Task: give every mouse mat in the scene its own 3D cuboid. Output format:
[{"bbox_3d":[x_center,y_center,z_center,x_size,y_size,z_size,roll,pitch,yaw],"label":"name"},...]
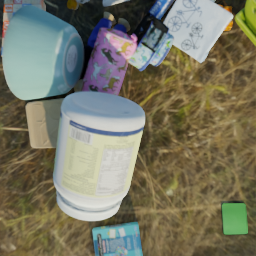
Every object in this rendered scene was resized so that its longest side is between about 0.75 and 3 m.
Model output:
[{"bbox_3d":[3.233,2.761,8.506,0.754,0.035,0.938,-1,83,0],"label":"mouse mat"}]

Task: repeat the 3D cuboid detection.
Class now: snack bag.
[{"bbox_3d":[2.101,-3.281,8.865,1.855,0.199,1.749,36,111,9],"label":"snack bag"}]

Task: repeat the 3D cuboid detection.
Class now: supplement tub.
[{"bbox_3d":[-0.819,0.692,7.282,2.080,2.080,2.869,13,111,2],"label":"supplement tub"}]

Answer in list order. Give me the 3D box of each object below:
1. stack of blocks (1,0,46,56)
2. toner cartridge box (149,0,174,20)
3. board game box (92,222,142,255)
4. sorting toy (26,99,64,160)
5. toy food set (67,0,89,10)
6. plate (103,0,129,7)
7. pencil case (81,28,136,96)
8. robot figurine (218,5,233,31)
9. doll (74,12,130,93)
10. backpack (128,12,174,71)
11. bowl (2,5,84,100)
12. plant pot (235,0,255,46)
[{"bbox_3d":[-3.349,-3.179,9.060,1.160,0.590,2.015,0,82,0],"label":"stack of blocks"},{"bbox_3d":[1.125,-4.019,9.150,0.301,0.662,1.393,35,84,4],"label":"toner cartridge box"},{"bbox_3d":[-0.309,3.407,8.263,1.353,0.317,1.021,-7,82,-1],"label":"board game box"},{"bbox_3d":[-2.297,0.211,8.492,1.549,0.308,2.096,-3,96,24],"label":"sorting toy"},{"bbox_3d":[-1.285,-4.496,8.984,0.757,1.681,0.803,-6,70,-42],"label":"toy food set"},{"bbox_3d":[-0.153,-4.670,8.634,1.555,0.252,1.558,2,85,32],"label":"plate"},{"bbox_3d":[-0.622,-1.530,8.040,1.118,1.070,2.585,5,116,-32],"label":"pencil case"},{"bbox_3d":[2.590,-3.614,9.181,1.543,0.449,1.118,1,75,1],"label":"robot figurine"},{"bbox_3d":[-0.902,-2.234,8.882,1.884,0.669,2.761,26,83,7],"label":"doll"},{"bbox_3d":[0.622,-2.497,8.504,1.117,1.391,1.520,31,112,-16],"label":"backpack"},{"bbox_3d":[-2.111,-1.934,7.759,1.350,2.582,2.582,12,82,9],"label":"bowl"},{"bbox_3d":[4.914,-3.424,8.085,2.615,2.373,2.602,-38,85,-11],"label":"plant pot"}]
